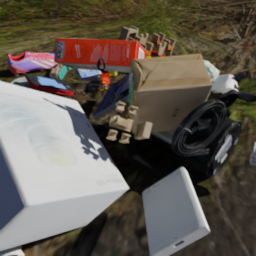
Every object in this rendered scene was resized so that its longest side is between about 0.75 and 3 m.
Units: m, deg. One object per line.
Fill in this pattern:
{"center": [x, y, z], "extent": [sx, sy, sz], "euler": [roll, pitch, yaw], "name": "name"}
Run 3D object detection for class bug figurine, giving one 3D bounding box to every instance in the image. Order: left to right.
{"center": [-0.021, -2.378, 11.955], "extent": [2.963, 0.762, 2.298], "euler": [-4, 34, 2], "name": "bug figurine"}

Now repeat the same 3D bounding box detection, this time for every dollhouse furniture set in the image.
{"center": [0.000, -0.038, 5.958], "extent": [0.842, 0.548, 0.774], "euler": [17, 80, -16], "name": "dollhouse furniture set"}
{"center": [0.686, -3.896, 13.511], "extent": [2.375, 1.237, 2.400], "euler": [36, 40, 27], "name": "dollhouse furniture set"}

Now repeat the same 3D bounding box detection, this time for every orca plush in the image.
{"center": [2.859, -0.823, 7.888], "extent": [1.503, 1.016, 2.857], "euler": [-29, 11, 1], "name": "orca plush"}

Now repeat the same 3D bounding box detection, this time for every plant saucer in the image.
{"center": [-4.068, -1.512, 11.084], "extent": [2.074, 0.521, 2.074], "euler": [1, 39, -1], "name": "plant saucer"}

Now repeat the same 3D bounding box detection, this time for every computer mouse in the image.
{"center": [-0.671, -1.117, 5.940], "extent": [0.256, 0.873, 0.149], "euler": [5, 45, -24], "name": "computer mouse"}

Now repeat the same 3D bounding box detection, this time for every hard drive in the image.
{"center": [0.868, 1.664, 5.710], "extent": [1.176, 0.234, 1.783], "euler": [-36, 23, 14], "name": "hard drive"}

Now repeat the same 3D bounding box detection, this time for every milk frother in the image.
{"center": [1.295, -0.202, 7.639], "extent": [2.819, 2.997, 2.705], "euler": [30, 52, 31], "name": "milk frother"}

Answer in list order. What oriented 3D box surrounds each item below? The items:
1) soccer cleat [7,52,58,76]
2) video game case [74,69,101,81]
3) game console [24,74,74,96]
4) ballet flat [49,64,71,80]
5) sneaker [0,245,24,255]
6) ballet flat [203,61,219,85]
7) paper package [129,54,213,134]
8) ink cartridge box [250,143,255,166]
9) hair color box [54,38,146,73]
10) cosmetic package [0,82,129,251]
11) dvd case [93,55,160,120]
{"center": [-4.135, -3.048, 12.602], "extent": [2.447, 0.936, 0.816], "euler": [-18, 43, -20], "name": "soccer cleat"}
{"center": [-1.426, -2.044, 9.538], "extent": [0.826, 0.188, 0.749], "euler": [-23, 78, -37], "name": "video game case"}
{"center": [-3.047, -1.705, 10.849], "extent": [1.673, 0.260, 1.480], "euler": [7, 25, -35], "name": "game console"}
{"center": [-2.946, -2.729, 12.511], "extent": [0.618, 0.625, 1.837], "euler": [4, 38, 19], "name": "ballet flat"}
{"center": [-3.363, 2.729, 5.937], "extent": [2.193, 0.830, 1.009], "euler": [-5, 32, -18], "name": "sneaker"}
{"center": [1.624, -1.554, 7.852], "extent": [0.797, 0.797, 2.222], "euler": [-20, 12, -22], "name": "ballet flat"}
{"center": [0.879, -0.714, 6.565], "extent": [1.716, 1.800, 0.931], "euler": [-6, 60, -5], "name": "paper package"}
{"center": [3.304, 0.636, 6.819], "extent": [0.515, 0.888, 0.301], "euler": [9, 61, 19], "name": "ink cartridge box"}
{"center": [-0.790, -2.097, 8.176], "extent": [2.412, 0.739, 1.224], "euler": [6, 4, 14], "name": "hair color box"}
{"center": [-1.895, 0.702, 5.901], "extent": [2.768, 1.707, 2.776], "euler": [10, 43, -58], "name": "cosmetic package"}
{"center": [-0.048, -1.335, 9.329], "extent": [2.476, 0.217, 1.767], "euler": [-27, 28, 40], "name": "dvd case"}
